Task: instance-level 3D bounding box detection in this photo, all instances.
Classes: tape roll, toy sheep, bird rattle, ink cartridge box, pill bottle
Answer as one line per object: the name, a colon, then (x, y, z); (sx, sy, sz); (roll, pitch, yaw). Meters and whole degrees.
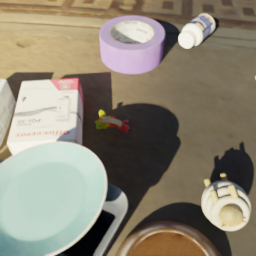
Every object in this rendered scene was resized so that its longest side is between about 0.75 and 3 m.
tape roll: (0.164, -3.714, 12.368); (2.818, 1.197, 2.818); (0, 48, 0)
toy sheep: (2.520, 1.949, 7.326); (1.307, 1.307, 1.896); (10, 12, 8)
bird rattle: (-0.542, -0.145, 9.358); (1.174, 0.957, 0.662); (19, 86, 8)
ink cartridge box: (-2.607, -0.275, 9.400); (2.073, 1.171, 2.830); (-4, 49, -3)
pill bottle: (3.177, -4.499, 13.142); (1.041, 1.041, 1.875); (31, 56, 24)

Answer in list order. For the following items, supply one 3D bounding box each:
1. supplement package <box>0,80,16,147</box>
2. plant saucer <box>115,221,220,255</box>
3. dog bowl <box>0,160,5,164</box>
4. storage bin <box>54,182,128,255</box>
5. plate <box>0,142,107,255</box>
supplement package: (-5.122, -0.469, 9.522); (1.751, 1.247, 2.248); (0, 49, 0)
plant saucer: (0.944, 3.462, 6.457); (2.834, 0.455, 2.834); (-3, 50, 3)
dog bowl: (-3.858, 1.777, 7.834); (2.163, 0.634, 2.163); (-3, 55, 4)
storage bin: (-1.642, 2.279, 6.649); (2.991, 2.009, 2.177); (22, 54, 19)
plate: (-1.782, 1.410, 5.837); (2.785, 0.356, 2.785); (-5, 45, 5)
